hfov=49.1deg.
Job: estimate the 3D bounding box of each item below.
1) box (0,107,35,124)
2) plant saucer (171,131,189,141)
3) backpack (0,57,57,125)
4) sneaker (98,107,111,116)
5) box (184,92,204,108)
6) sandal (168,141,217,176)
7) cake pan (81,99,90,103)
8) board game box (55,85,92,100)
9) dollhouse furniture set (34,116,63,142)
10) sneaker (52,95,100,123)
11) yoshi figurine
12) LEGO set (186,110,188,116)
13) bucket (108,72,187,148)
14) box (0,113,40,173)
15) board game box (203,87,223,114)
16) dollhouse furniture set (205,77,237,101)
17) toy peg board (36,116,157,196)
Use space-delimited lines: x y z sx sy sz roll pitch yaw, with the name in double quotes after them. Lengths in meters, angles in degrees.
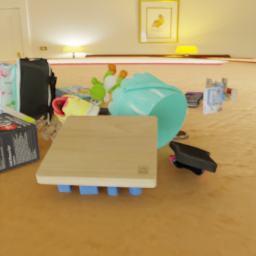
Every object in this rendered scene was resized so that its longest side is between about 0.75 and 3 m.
-3.339 -0.085 8.312 1.263 0.770 0.301 23 30 19 "box"
1.552 0.220 8.920 0.777 0.125 0.777 0 17 0 "plant saucer"
-3.552 -1.369 10.228 2.042 2.408 2.712 2 13 -10 "backpack"
-0.885 -0.551 10.737 1.327 0.469 0.658 -8 14 -37 "sneaker"
2.972 -1.340 13.119 0.982 0.248 1.373 7 30 33 "box"
1.329 0.741 6.172 1.002 0.601 2.669 15 5 8 "sandal"
-1.783 -0.873 11.445 0.889 0.889 0.163 -1 60 -4 "cake pan"
-2.365 -1.436 12.715 1.513 0.470 2.004 26 27 33 "board game box"
-2.341 0.135 8.219 0.850 0.602 0.926 42 22 -9 "dollhouse furniture set"
-1.884 -0.610 8.898 1.174 1.016 2.599 25 -12 -27 "sneaker"
-0.869 -1.687 11.142 1.155 1.151 2.056 4 54 47 "yoshi figurine"
0.821 -0.369 9.229 2.218 0.826 1.020 14 -10 17 "LEGO set"
0.609 -0.470 7.916 2.040 2.040 1.327 -15 39 -39 "bucket"
-3.464 0.371 6.995 1.879 0.978 1.711 16 25 42 "box"
3.565 -1.158 11.734 1.028 1.033 0.224 -13 18 -33 "board game box"
4.788 -2.015 14.475 1.017 1.011 1.443 -4 18 -12 "dollhouse furniture set"
-0.479 0.744 6.199 2.228 1.090 2.218 0 33 6 "toy peg board"
